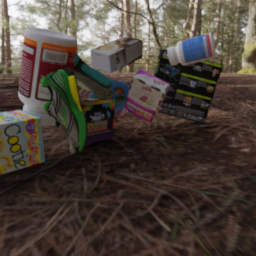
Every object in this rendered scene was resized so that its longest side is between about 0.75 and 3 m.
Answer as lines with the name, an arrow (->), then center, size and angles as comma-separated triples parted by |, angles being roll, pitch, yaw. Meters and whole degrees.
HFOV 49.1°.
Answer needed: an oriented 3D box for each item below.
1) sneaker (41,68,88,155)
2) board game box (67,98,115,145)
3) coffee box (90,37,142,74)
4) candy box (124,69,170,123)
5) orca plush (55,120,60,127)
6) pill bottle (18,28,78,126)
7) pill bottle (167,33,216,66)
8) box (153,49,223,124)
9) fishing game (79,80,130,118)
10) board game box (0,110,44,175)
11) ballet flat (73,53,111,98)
sneaker -> -1.499, -0.323, 6.566 | 0.858, 2.015, 0.786 | -16, 9, -19
board game box -> -1.089, -0.223, 8.445 | 0.439, 1.280, 1.549 | 12, 17, 41
coffee box -> -0.399, -2.757, 10.459 | 1.029, 0.717, 1.799 | 26, 46, 35
candy box -> 0.592, -1.037, 9.488 | 1.141, 1.673, 0.510 | 29, 55, 6
orca plush -> -1.509, -0.116, 7.139 | 0.393, 1.105, 0.581 | 9, 27, 34
pill bottle -> -2.135, -1.295, 7.297 | 1.304, 2.309, 1.304 | 13, 22, -6
pill bottle -> 1.452, -1.767, 6.447 | 1.024, 0.575, 0.575 | -11, 11, 19
box -> 2.080, -1.556, 10.675 | 2.414, 2.332, 0.574 | 13, 10, -6
fishing game -> -0.566, -1.050, 10.079 | 1.681, 0.365, 2.348 | -33, -39, 26
board game box -> -3.218, 0.391, 6.324 | 1.160, 1.181, 2.252 | 15, 21, 42
ballet flat -> -1.632, -1.794, 8.641 | 0.782, 2.454, 0.827 | -39, 22, 38
